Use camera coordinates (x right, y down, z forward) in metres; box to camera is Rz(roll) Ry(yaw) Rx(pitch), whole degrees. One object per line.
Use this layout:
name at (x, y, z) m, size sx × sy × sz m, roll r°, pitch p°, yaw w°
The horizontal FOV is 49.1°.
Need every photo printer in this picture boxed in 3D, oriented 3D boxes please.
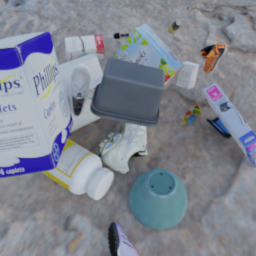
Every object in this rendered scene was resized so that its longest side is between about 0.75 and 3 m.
photo printer at (-2.077, -1.050, 9.808) m, size 2.783 × 2.316 × 0.967 m, roll -27°, pitch 25°, yaw -22°

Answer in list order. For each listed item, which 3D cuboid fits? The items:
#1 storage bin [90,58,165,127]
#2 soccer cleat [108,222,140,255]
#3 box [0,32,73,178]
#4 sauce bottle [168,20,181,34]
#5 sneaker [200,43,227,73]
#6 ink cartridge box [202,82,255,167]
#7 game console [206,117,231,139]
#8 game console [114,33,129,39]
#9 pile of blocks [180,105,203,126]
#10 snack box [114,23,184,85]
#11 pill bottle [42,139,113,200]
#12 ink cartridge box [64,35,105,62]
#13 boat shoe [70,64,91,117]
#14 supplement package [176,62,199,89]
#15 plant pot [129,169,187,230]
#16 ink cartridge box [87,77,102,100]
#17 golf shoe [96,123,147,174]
storage bin at (0.086, -1.093, 7.708) m, size 1.991 × 1.337 × 1.449 m, roll 13°, pitch 50°, yaw -7°
soccer cleat at (-0.015, 3.328, 7.294) m, size 0.681 × 0.634 × 1.860 m, roll -2°, pitch 46°, yaw -27°
box at (-2.651, -0.736, 7.182) m, size 1.541 × 2.937 × 2.701 m, roll -9°, pitch 25°, yaw 3°
sauce bottle at (1.658, -3.581, 9.894) m, size 0.297 × 0.917 × 0.297 m, roll 0°, pitch 92°, yaw -7°
sneaker at (2.542, -2.233, 8.930) m, size 0.700 × 1.249 × 0.484 m, roll -5°, pitch 59°, yaw -17°
ink cartridge box at (3.492, -0.070, 9.121) m, size 0.582 × 1.655 × 2.774 m, roll -32°, pitch 64°, yaw 14°
game console at (3.415, -0.115, 10.081) m, size 0.543 × 0.821 × 0.933 m, roll -50°, pitch 55°, yaw 17°
game console at (-0.338, -4.685, 14.229) m, size 0.784 × 0.094 × 0.462 m, roll -3°, pitch 50°, yaw -1°
pile of blocks at (2.385, -0.497, 10.430) m, size 1.200 × 0.373 × 0.493 m, roll -38°, pitch 54°, yaw -25°
snack box at (0.486, -2.146, 10.155) m, size 2.010 × 2.383 × 0.806 m, roll 48°, pitch 46°, yaw 0°
pill bottle at (-1.646, 1.199, 8.533) m, size 2.318 × 1.298 × 1.298 m, roll 28°, pitch 56°, yaw 20°
ink cartridge box at (-1.592, -2.870, 10.173) m, size 1.354 × 0.994 × 0.561 m, roll -9°, pitch 82°, yaw -12°
boat shoe at (-1.544, -1.111, 8.729) m, size 0.639 × 1.776 × 0.608 m, roll 9°, pitch 42°, yaw -17°
supplement package at (2.126, -1.885, 10.018) m, size 0.503 × 0.839 × 0.509 m, roll 24°, pitch 29°, yaw 30°
plant pot at (0.907, 1.859, 8.071) m, size 1.742 × 1.173 × 1.742 m, roll 0°, pitch 50°, yaw 0°
ink cartridge box at (-0.834, -1.291, 9.234) m, size 0.941 × 0.605 × 0.589 m, roll -11°, pitch 41°, yaw 35°
golf shoe at (0.229, 0.370, 9.609) m, size 1.394 × 1.122 × 2.866 m, roll 40°, pitch 62°, yaw 6°
